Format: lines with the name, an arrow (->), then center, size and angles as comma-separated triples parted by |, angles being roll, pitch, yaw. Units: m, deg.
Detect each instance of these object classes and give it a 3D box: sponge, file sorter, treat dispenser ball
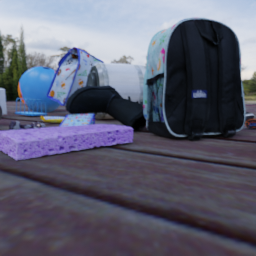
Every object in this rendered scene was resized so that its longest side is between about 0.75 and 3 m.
sponge -> -1.197, 0.193, 5.517 | 2.376, 0.354, 1.325 | -5, 8, -38
file sorter -> -4.541, -0.978, 13.117 | 1.230, 0.755, 0.854 | 6, 7, 29
treat dispenser ball -> -4.945, -2.179, 16.141 | 2.638, 2.638, 2.638 | 0, 7, 0

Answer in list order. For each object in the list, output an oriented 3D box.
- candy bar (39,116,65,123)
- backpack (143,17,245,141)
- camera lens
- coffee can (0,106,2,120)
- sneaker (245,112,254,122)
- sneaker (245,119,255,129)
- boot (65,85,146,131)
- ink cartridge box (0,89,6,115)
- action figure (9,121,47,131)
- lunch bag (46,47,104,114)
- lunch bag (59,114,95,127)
candy bar -> -2.405, -0.288, 9.849 | 1.433, 0.159, 0.357 | 1, 21, -44
backpack -> 1.581, -1.212, 7.034 | 2.453, 2.764, 2.081 | -4, 8, -22
camera lens -> -0.238, -1.494, 11.531 | 2.782, 2.225, 2.225 | -2, 7, -20
coffee can -> -4.783, -0.502, 8.896 | 1.246, 0.912, 0.912 | 4, 8, 32
sneaker -> 3.712, -0.688, 10.552 | 0.774, 0.894, 2.160 | -4, 8, -28
sneaker -> 3.963, -0.132, 8.282 | 0.977, 0.368, 0.383 | 4, 2, 13
boot -> -0.442, -0.496, 7.875 | 1.727, 0.780, 2.107 | 35, 31, 23
ink cartridge box -> -6.862, -0.987, 11.492 | 2.149, 1.247, 2.912 | 2, 7, 20
action figure -> -2.665, -0.016, 7.500 | 0.954, 0.331, 0.621 | 0, -1, -29
lunch bag -> -2.337, -2.299, 13.585 | 1.676, 2.706, 2.301 | 27, 8, 31
lunch bag -> -1.291, -0.041, 7.076 | 0.767, 0.479, 1.018 | -3, 11, 3
